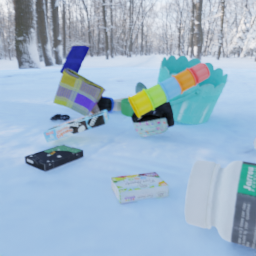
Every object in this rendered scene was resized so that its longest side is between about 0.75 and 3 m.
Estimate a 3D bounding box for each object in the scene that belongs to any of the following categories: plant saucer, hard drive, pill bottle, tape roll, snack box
[{"bbox_3d":[0.500,-1.159,9.790,0.162,0.903,0.903,-24,1,32],"label":"plant saucer"},{"bbox_3d":[-2.048,0.819,7.847,0.939,0.254,1.344,12,20,36],"label":"hard drive"},{"bbox_3d":[2.157,1.240,4.370,2.327,1.316,1.316,7,17,24],"label":"pill bottle"},{"bbox_3d":[0.957,-1.043,13.803,2.633,0.633,2.633,1,16,0],"label":"tape roll"},{"bbox_3d":[0.239,1.283,6.121,1.085,0.287,0.772,-5,16,-17],"label":"snack box"},{"bbox_3d":[-1.704,-0.087,9.553,2.084,0.387,1.211,-17,9,3],"label":"snack box"}]

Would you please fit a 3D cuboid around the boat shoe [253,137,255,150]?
[{"bbox_3d":[4.508,0.351,8.511,2.294,0.823,0.777,-5,17,-26],"label":"boat shoe"}]

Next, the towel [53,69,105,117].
[{"bbox_3d":[-2.117,-1.362,11.674,1.766,2.459,0.280,26,55,-13],"label":"towel"}]

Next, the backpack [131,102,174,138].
[{"bbox_3d":[0.854,-0.275,9.816,1.460,0.924,1.218,-16,26,13],"label":"backpack"}]

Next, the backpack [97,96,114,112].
[{"bbox_3d":[-1.201,-1.213,14.063,1.016,0.825,0.852,3,13,13],"label":"backpack"}]

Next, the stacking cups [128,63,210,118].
[{"bbox_3d":[1.211,-1.209,8.367,2.470,0.747,0.747,-30,20,-4],"label":"stacking cups"}]

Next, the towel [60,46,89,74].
[{"bbox_3d":[-2.271,-2.880,12.040,1.023,1.386,0.343,11,-17,33],"label":"towel"}]

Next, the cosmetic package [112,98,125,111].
[{"bbox_3d":[-0.354,-1.268,14.849,0.712,0.503,1.376,14,22,42],"label":"cosmetic package"}]

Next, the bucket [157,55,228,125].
[{"bbox_3d":[2.567,-1.675,12.132,3.082,2.005,3.082,10,32,-6],"label":"bucket"}]

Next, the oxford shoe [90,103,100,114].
[{"bbox_3d":[-1.726,-1.211,12.905,0.511,1.434,0.523,-30,-8,-31],"label":"oxford shoe"}]

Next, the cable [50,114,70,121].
[{"bbox_3d":[-3.030,-0.425,12.450,0.743,0.231,0.911,12,17,22],"label":"cable"}]
